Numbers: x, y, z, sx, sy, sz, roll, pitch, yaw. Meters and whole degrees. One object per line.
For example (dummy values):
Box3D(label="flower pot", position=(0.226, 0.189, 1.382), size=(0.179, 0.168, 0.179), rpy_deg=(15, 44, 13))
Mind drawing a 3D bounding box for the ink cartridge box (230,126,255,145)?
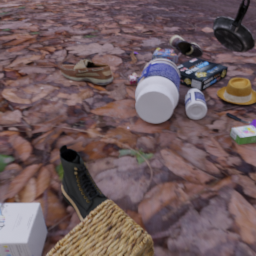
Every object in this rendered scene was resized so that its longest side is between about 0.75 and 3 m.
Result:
Box3D(label="ink cartridge box", position=(4.144, 0.223, 9.576), size=(1.111, 0.329, 0.577), rpy_deg=(-7, 34, -10))

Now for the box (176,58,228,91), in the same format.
Box3D(label="box", position=(3.423, -2.669, 13.693), size=(1.915, 0.554, 2.410), rpy_deg=(29, 43, 36))

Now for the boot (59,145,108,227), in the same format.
Box3D(label="boot", position=(-0.949, 1.478, 6.639), size=(2.173, 1.503, 0.842), rpy_deg=(25, 41, 32))

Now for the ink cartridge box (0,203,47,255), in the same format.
Box3D(label="ink cartridge box", position=(-2.558, 2.285, 5.865), size=(1.374, 1.012, 0.994), rpy_deg=(-1, 34, 0))

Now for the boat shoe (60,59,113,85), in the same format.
Box3D(label="boat shoe", position=(-2.008, -2.844, 13.550), size=(2.806, 1.007, 1.063), rpy_deg=(11, 35, 17))

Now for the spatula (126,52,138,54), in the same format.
Box3D(label="spatula", position=(0.221, -4.473, 16.834), size=(0.783, 0.080, 0.221), rpy_deg=(-10, 35, -14))

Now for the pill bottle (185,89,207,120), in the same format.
Box3D(label="pill bottle", position=(2.629, -0.985, 10.987), size=(0.776, 0.776, 1.398), rpy_deg=(4, 34, 6))

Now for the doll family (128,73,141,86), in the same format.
Box3D(label="doll family", position=(0.756, -2.309, 13.261), size=(1.456, 0.656, 0.904), rpy_deg=(-9, 38, 19))

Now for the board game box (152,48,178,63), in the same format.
Box3D(label="board game box", position=(2.174, -4.070, 15.916), size=(1.391, 0.429, 1.392), rpy_deg=(11, 35, 14))

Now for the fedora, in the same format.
Box3D(label="fedora", position=(4.753, -1.656, 12.016), size=(1.843, 0.752, 1.843), rpy_deg=(0, 33, 0))

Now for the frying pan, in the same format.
Box3D(label="frying pan", position=(3.674, -3.138, 9.219), size=(1.669, 0.449, 2.760), rpy_deg=(38, 1, -8))

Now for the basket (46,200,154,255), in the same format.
Box3D(label="basket", position=(-0.462, 2.467, 5.365), size=(1.232, 1.181, 1.654), rpy_deg=(32, 60, 34))

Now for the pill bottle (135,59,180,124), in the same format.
Box3D(label="pill bottle", position=(1.167, -1.467, 10.924), size=(1.647, 1.647, 2.846), rpy_deg=(6, 34, 8))

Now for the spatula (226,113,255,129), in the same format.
Box3D(label="spatula", position=(4.312, -0.252, 10.434), size=(1.492, 0.153, 0.422), rpy_deg=(29, 61, 39))

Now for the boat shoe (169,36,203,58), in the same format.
Box3D(label="boat shoe", position=(2.356, -3.077, 11.005), size=(1.688, 0.607, 0.547), rpy_deg=(16, 33, -35))
